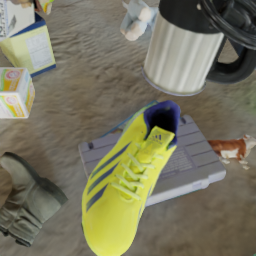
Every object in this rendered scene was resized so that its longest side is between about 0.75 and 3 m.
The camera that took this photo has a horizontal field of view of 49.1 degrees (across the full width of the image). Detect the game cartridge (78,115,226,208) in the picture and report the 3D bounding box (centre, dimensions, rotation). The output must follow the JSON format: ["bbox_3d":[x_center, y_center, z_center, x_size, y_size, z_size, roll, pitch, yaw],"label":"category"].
[{"bbox_3d":[0.501,0.804,6.455,2.935,0.563,1.903,-14,55,-12],"label":"game cartridge"}]

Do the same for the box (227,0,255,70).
[{"bbox_3d":[3.326,-2.488,5.401,1.305,2.186,2.223,52,54,-12],"label":"box"}]

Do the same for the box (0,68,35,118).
[{"bbox_3d":[-3.797,-0.981,7.914,1.963,0.995,1.104,0,50,0],"label":"box"}]

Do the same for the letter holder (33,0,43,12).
[{"bbox_3d":[-3.954,-6.387,12.227,1.107,1.565,2.202,15,51,13],"label":"letter holder"}]

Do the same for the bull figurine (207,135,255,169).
[{"bbox_3d":[2.579,0.575,6.937,1.388,0.452,0.843,-3,49,-2],"label":"bull figurine"}]

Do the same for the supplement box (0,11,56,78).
[{"bbox_3d":[-3.385,-2.823,9.022,1.163,1.731,1.733,-30,56,-24],"label":"supplement box"}]

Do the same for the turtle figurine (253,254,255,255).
[{"bbox_3d":[2.829,2.657,4.856,1.789,0.901,1.339,34,69,9],"label":"turtle figurine"}]

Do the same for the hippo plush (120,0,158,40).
[{"bbox_3d":[0.663,-4.047,10.620,1.522,1.508,1.893,5,48,-31],"label":"hippo plush"}]

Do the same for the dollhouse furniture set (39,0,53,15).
[{"bbox_3d":[-2.094,-3.136,6.614,0.420,1.088,0.544,-32,91,-24],"label":"dollhouse furniture set"}]

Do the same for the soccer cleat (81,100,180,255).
[{"bbox_3d":[0.105,0.354,2.904,0.622,0.805,1.925,40,42,-12],"label":"soccer cleat"}]

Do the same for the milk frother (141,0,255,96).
[{"bbox_3d":[1.147,-1.406,4.625,2.120,2.210,2.349,30,48,17],"label":"milk frother"}]

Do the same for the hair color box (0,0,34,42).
[{"bbox_3d":[-2.869,-2.695,5.994,0.787,1.327,2.429,9,34,1],"label":"hair color box"}]

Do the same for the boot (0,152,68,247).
[{"bbox_3d":[-2.462,1.468,6.054,2.093,0.709,1.367,30,61,25],"label":"boot"}]

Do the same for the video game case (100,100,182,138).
[{"bbox_3d":[0.497,0.295,7.339,2.364,0.210,1.692,-36,58,-27],"label":"video game case"}]
